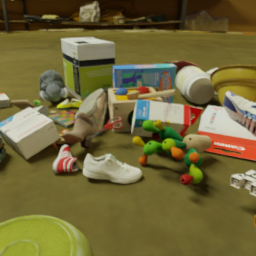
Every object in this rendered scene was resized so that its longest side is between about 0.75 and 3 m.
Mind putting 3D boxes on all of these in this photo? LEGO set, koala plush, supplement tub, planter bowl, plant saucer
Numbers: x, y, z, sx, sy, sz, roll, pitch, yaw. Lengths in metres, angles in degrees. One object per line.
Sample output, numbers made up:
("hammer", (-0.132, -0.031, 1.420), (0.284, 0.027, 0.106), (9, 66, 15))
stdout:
("LEGO set", (3.191, 1.548, 4.990), (1.026, 0.953, 2.499), (-13, 21, -34))
("koala plush", (-3.199, -1.609, 11.879), (1.280, 1.326, 1.443), (-8, 38, -13))
("supplement tub", (2.887, -1.848, 12.107), (1.325, 1.325, 1.827), (-2, 24, -5))
("planter bowl", (4.217, -1.112, 10.042), (2.782, 1.159, 2.782), (16, -10, 3))
("plant saucer", (-1.686, 2.097, 4.386), (2.255, 0.350, 2.255), (0, 23, 0))

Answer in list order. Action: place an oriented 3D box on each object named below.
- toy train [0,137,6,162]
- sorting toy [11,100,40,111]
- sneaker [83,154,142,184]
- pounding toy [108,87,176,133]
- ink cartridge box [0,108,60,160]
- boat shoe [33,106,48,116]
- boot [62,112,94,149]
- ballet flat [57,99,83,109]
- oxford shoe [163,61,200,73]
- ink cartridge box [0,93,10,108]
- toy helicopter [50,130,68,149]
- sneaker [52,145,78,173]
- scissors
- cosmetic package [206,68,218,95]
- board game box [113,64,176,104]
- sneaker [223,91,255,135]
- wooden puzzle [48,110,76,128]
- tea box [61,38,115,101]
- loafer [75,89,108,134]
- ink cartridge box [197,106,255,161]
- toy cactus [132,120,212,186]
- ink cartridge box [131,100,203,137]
("toy train", (-3.567, 0.634, 7.363), (0.456, 0.610, 1.071), (0, 24, 0))
("sorting toy", (-3.699, -0.849, 10.532), (1.114, 0.164, 0.823), (-1, -21, 14))
("sneaker", (-0.342, 0.918, 6.644), (1.411, 0.624, 0.531), (7, 19, -7))
("pounding toy", (0.373, -0.799, 9.518), (1.937, 1.496, 2.104), (-4, 24, -8))
("ink cartridge box", (-2.922, 0.103, 8.155), (1.162, 0.681, 1.586), (-35, 39, -28))
("boat shoe", (-3.412, -0.378, 9.779), (0.511, 0.560, 1.556), (-9, 24, 21))
("boot", (-1.393, -0.001, 7.944), (0.460, 0.958, 1.311), (-9, -23, 20))
("ballet flat", (-2.335, -0.971, 11.311), (1.087, 0.364, 0.363), (-2, 20, -3))
("oxford shoe", (3.275, -3.607, 16.656), (2.547, 0.897, 0.952), (21, 29, 39))
("ink cartridge box", (-5.555, -1.220, 11.797), (0.753, 0.348, 1.383), (-11, 28, -33))
("toy helicopter", (-2.221, 0.370, 8.432), (0.959, 0.378, 0.634), (-1, 31, 25))
("sneaker", (-1.523, 0.803, 7.275), (0.591, 0.374, 1.050), (-1, 31, 7))
("scissors", (-0.716, 0.024, 8.112), (1.199, 0.084, 0.439), (-22, 56, -2))
("cosmetic package", (4.882, -2.016, 12.843), (2.434, 1.033, 1.310), (19, 31, 37))
("board game box", (0.601, -1.495, 10.736), (2.342, 1.781, 0.527), (-3, 27, -9))
("sneaker", (3.752, -0.545, 8.558), (0.939, 0.657, 1.626), (-28, 56, -15))
("wooden puzzle", (-2.165, -0.342, 10.080), (1.619, 0.114, 0.960), (23, 31, 30))
("tea box", (-1.797, -2.641, 12.490), (1.663, 2.448, 2.488), (-11, 26, -25))
("loafer", (-1.203, -0.605, 10.061), (0.996, 0.871, 2.770), (-31, 18, 15))
("ink cartridge box", (3.230, 0.054, 8.686), (2.085, 0.644, 2.570), (11, 23, 23))
("toy cactus", (1.289, 0.573, 7.029), (1.927, 1.194, 2.335), (-4, 25, -30))
("ink cartridge box", (1.120, -0.180, 8.268), (1.937, 1.126, 0.651), (7, 64, -2))
